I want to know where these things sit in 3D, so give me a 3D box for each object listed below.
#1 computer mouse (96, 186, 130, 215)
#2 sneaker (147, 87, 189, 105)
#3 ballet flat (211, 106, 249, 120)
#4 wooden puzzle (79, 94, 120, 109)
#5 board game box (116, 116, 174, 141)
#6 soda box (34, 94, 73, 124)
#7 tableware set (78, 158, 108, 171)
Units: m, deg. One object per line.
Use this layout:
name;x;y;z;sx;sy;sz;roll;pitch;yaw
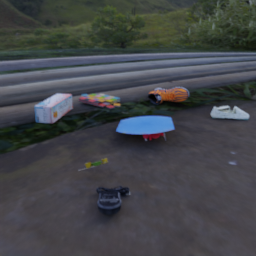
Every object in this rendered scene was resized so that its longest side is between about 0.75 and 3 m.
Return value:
computer mouse;-0.386;1.705;6.437;0.833;0.317;1.203;0;9;2
sneaker;2.024;-1.600;14.766;2.189;0.849;1.226;2;22;36
ballet flat;4.550;-0.671;12.428;1.694;0.608;0.608;2;20;5
wooden puzzle;-1.498;-1.498;14.917;2.688;0.189;1.594;16;24;27
board game box;0.655;0.091;10.525;2.031;0.501;2.571;-3;15;5
soda box;-3.352;-0.943;12.856;0.811;0.754;2.372;4;20;10
tableware set;-0.832;0.916;7.315;0.694;0.158;1.030;-18;-7;16
